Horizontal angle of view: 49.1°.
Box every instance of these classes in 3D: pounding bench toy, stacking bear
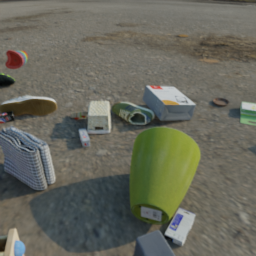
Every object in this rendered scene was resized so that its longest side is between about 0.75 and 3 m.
[{"bbox_3d":[-2.888,3.274,5.589,1.531,1.220,1.963,-5,33,-9],"label":"pounding bench toy"},{"bbox_3d":[-4.289,-2.746,11.000,0.654,0.698,1.149,11,23,-9],"label":"stacking bear"}]

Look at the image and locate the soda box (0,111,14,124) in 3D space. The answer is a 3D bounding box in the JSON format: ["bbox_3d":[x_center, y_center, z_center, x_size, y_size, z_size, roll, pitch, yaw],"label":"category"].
[{"bbox_3d":[-5.583,-0.424,12.274,1.068,0.338,0.378,-12,35,-17],"label":"soda box"}]

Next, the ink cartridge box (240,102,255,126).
[{"bbox_3d":[5.665,-0.637,12.622,1.120,0.369,1.539,11,32,16],"label":"ink cartridge box"}]

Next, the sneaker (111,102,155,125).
[{"bbox_3d":[0.096,-0.600,12.219,2.000,0.671,0.898,14,30,16],"label":"sneaker"}]

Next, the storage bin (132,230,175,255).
[{"bbox_3d":[0.592,3.079,6.114,1.085,1.001,1.491,-13,34,-20],"label":"storage bin"}]

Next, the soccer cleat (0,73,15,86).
[{"bbox_3d":[-7.509,-2.482,15.230,2.528,0.853,1.024,5,65,-10],"label":"soccer cleat"}]

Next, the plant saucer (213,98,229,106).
[{"bbox_3d":[4.573,-1.253,13.793,0.762,0.131,0.762,0,31,0],"label":"plant saucer"}]

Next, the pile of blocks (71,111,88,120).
[{"bbox_3d":[-2.154,-0.517,12.428,1.055,0.328,0.433,-1,-9,39],"label":"pile of blocks"}]

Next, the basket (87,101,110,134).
[{"bbox_3d":[-1.237,-0.481,11.871,0.955,0.869,1.409,-1,32,-3],"label":"basket"}]

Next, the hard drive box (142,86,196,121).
[{"bbox_3d":[1.804,-1.149,12.779,1.594,0.785,2.045,-2,30,-23],"label":"hard drive box"}]

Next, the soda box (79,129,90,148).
[{"bbox_3d":[-1.724,0.389,11.015,0.289,0.311,0.910,-10,34,-15],"label":"soda box"}]

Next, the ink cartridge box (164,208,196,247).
[{"bbox_3d":[1.413,2.646,7.546,0.513,0.202,1.031,18,38,26],"label":"ink cartridge box"}]

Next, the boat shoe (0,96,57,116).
[{"bbox_3d":[-4.508,-1.117,12.852,2.549,0.902,0.883,-2,33,-1],"label":"boat shoe"}]

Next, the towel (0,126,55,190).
[{"bbox_3d":[-3.302,0.952,8.913,1.973,1.634,0.844,21,42,30],"label":"towel"}]

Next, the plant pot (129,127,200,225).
[{"bbox_3d":[0.876,1.476,7.972,2.083,2.083,2.226,9,46,14],"label":"plant pot"}]
